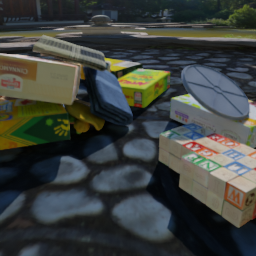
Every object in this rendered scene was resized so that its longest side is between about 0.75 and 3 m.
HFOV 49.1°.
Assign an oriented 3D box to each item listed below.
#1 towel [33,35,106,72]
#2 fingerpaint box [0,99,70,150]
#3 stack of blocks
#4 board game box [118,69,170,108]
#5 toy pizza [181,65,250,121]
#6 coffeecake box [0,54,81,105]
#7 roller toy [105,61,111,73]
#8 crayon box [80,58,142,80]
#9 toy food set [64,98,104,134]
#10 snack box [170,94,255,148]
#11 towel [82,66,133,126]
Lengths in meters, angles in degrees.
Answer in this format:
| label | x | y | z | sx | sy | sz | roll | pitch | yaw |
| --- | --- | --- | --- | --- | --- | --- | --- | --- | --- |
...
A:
| label | x | y | z | sx | sy | sz | roll | pitch | yaw |
| --- | --- | --- | --- | --- | --- | --- | --- | --- | --- |
| towel | -1.667 | -2.154 | 8.193 | 2.043 | 0.353 | 1.967 | 14 | 23 | -14 |
| fingerpaint box | -2.630 | -0.216 | 7.561 | 1.755 | 0.772 | 2.104 | -9 | 21 | -20 |
| stack of blocks | 1.652 | 0.743 | 5.586 | 1.378 | 0.701 | 2.394 | -16 | 28 | -31 |
| board game box | 0.511 | -1.640 | 10.955 | 1.464 | 0.686 | 2.882 | 11 | 26 | 23 |
| toy pizza | 2.224 | -0.897 | 7.243 | 2.004 | 0.318 | 2.004 | 16 | 45 | -16 |
| coffeecake box | -2.445 | -1.434 | 7.821 | 2.059 | 0.980 | 2.682 | 7 | 13 | -9 |
| roller toy | -0.971 | -2.350 | 11.465 | 0.570 | 0.816 | 0.744 | 7 | 27 | -2 |
| crayon box | -0.974 | -2.711 | 13.241 | 2.858 | 0.726 | 1.814 | 20 | 33 | 39 |
| toy food set | -1.407 | -0.291 | 8.185 | 1.111 | 0.617 | 1.888 | 16 | 17 | -27 |
| snack box | 2.805 | -0.367 | 8.065 | 1.915 | 0.713 | 2.692 | -16 | 29 | -32 |
| towel | -0.681 | -1.067 | 8.698 | 1.347 | 0.586 | 2.414 | 26 | 28 | -34 |
